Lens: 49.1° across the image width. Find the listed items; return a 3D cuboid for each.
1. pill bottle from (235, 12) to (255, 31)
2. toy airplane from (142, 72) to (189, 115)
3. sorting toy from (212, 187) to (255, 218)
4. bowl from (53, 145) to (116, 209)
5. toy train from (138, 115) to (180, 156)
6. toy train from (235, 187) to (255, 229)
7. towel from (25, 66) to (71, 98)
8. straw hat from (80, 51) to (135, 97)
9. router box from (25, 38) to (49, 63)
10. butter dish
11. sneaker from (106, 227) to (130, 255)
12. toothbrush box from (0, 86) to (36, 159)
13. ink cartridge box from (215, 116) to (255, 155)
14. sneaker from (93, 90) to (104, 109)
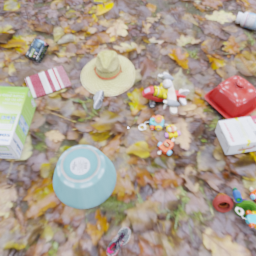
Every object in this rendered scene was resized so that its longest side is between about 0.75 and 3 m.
[{"bbox_3d":[6.724,-5.886,15.426,1.459,0.794,0.794,21,58,15],"label":"pill bottle"},{"bbox_3d":[1.770,-1.568,12.180,1.838,1.297,1.830,36,61,23],"label":"toy airplane"},{"bbox_3d":[3.694,2.543,9.777,1.476,0.887,0.606,10,30,3],"label":"sorting toy"},{"bbox_3d":[-1.624,1.557,10.092,2.382,1.246,2.382,1,55,-1],"label":"bowl"},{"bbox_3d":[1.342,0.183,11.460,1.397,0.517,1.860,-34,63,-21],"label":"toy train"},{"bbox_3d":[4.334,2.819,9.671,1.531,0.426,1.150,-28,61,-31],"label":"toy train"},{"bbox_3d":[-3.789,-2.152,13.249,1.891,0.215,1.362,-22,61,-12],"label":"towel"},{"bbox_3d":[-0.971,-2.949,13.180,2.871,1.215,2.871,0,56,-1],"label":"straw hat"},{"bbox_3d":[-4.576,-3.899,14.107,0.794,0.329,1.060,25,85,17],"label":"router box"},{"bbox_3d":[4.640,-1.506,12.031,1.952,1.443,1.947,-30,61,-20],"label":"butter dish"},{"bbox_3d":[-0.289,3.703,9.133,0.434,0.402,1.076,30,60,19],"label":"sneaker"},{"bbox_3d":[-5.185,-0.272,11.351,2.052,1.213,2.818,3,57,2],"label":"toothbrush box"},{"bbox_3d":[4.561,0.286,11.213,1.760,0.734,1.277,-7,51,-5],"label":"ink cartridge box"},{"bbox_3d":[-1.392,-1.240,12.585,0.422,0.385,1.030,0,50,22],"label":"sneaker"}]
